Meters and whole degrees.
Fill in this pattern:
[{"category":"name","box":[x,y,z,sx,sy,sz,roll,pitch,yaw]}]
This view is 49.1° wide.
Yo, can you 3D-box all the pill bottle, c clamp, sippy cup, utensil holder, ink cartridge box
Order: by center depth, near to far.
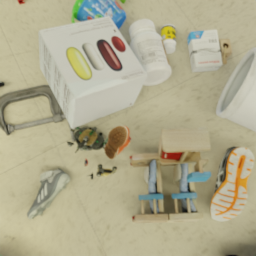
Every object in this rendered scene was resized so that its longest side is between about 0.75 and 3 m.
[{"category":"utensil holder","box":[4.883,-0.882,9.343,2.960,2.515,2.515,27,74,4]},{"category":"c clamp","box":[-3.517,-0.473,10.337,2.872,0.389,2.453,-9,72,-3]},{"category":"pill bottle","box":[0.751,-2.881,10.655,1.304,1.304,2.281,-11,71,-4]},{"category":"ink cartridge box","box":[2.933,-2.945,10.802,1.050,0.606,1.448,-5,81,-3]},{"category":"sippy cup","box":[-1.036,-4.523,11.060,1.664,1.783,2.271,42,104,-3]},{"category":"pill bottle","box":[1.622,-3.562,11.258,0.599,0.599,1.048,0,72,0]}]

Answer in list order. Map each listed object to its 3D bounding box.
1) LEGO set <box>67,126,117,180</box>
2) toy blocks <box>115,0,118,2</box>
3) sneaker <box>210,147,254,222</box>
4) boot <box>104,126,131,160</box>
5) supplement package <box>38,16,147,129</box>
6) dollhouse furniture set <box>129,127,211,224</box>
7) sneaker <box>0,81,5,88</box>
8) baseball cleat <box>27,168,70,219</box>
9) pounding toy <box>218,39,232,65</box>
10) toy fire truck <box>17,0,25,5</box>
[{"category":"LEGO set","box":[-1.290,0.707,9.672,1.651,0.720,2.542,2,54,-11]},{"category":"toy blocks","box":[-1.116,-5.856,12.089,1.086,0.473,1.303,-41,76,-12]},{"category":"sneaker","box":[3.322,1.812,9.159,1.021,1.007,2.608,17,99,-2]},{"category":"boot","box":[-0.200,0.313,8.731,0.826,1.541,0.578,-32,73,-35]},{"category":"supplement package","box":[-1.301,-1.943,9.667,2.614,2.010,2.734,-23,72,-24]},{"category":"dollhouse furniture set","box":[1.095,1.560,8.181,2.100,2.997,2.112,-3,67,1]},{"category":"sneaker","box":[-5.259,-1.417,10.680,1.192,0.451,0.522,-13,81,3]},{"category":"baseball cleat","box":[-2.815,2.150,9.410,0.969,0.635,1.822,37,65,17]},{"category":"pounding toy","box":[3.773,-2.905,10.847,0.478,0.918,1.045,-1,71,-8]},{"category":"toy fire truck","box":[-4.427,-5.926,12.220,1.099,0.268,0.775,-30,75,-10]}]
